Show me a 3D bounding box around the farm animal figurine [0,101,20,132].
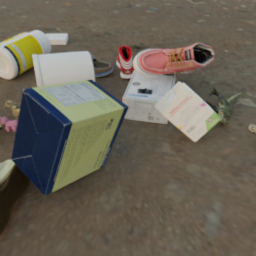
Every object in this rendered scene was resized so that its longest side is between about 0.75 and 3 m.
[{"bbox_3d":[-3.967,-0.402,8.452,1.811,0.944,1.791,-17,17,-40],"label":"farm animal figurine"}]

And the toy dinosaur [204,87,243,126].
[{"bbox_3d":[3.219,-0.823,9.733,1.044,0.562,2.370,31,45,13],"label":"toy dinosaur"}]

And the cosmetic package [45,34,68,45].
[{"bbox_3d":[-3.867,-4.727,14.934,1.193,0.308,0.899,-1,36,-2],"label":"cosmetic package"}]

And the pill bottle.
[{"bbox_3d":[-4.591,-3.247,12.123,1.436,1.436,2.513,17,41,20],"label":"pill bottle"}]

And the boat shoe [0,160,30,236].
[{"bbox_3d":[-3.125,1.623,6.058,0.951,1.056,2.926,-6,25,8],"label":"boat shoe"}]

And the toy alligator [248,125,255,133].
[{"bbox_3d":[4.153,0.411,8.041,0.694,0.635,2.340,-5,38,-7],"label":"toy alligator"}]

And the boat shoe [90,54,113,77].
[{"bbox_3d":[-1.722,-2.665,11.790,2.153,0.779,0.778,2,44,6],"label":"boat shoe"}]

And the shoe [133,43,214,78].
[{"bbox_3d":[1.612,-2.381,9.591,2.793,0.998,1.270,-9,-3,-31],"label":"shoe"}]

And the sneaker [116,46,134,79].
[{"bbox_3d":[-0.070,-3.085,12.067,0.829,1.222,2.116,-7,38,-9],"label":"sneaker"}]

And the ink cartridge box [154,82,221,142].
[{"bbox_3d":[1.649,-0.533,8.089,1.795,1.051,0.604,38,19,-23],"label":"ink cartridge box"}]

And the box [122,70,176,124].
[{"bbox_3d":[0.836,-1.354,10.151,1.619,0.835,2.776,8,38,10],"label":"box"}]

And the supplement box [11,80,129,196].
[{"bbox_3d":[-1.387,0.124,6.695,1.365,2.034,2.032,38,34,23],"label":"supplement box"}]

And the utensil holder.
[{"bbox_3d":[-2.334,-1.918,10.217,1.975,1.678,1.678,-10,39,-15],"label":"utensil holder"}]
